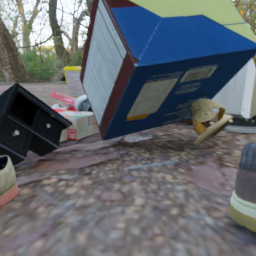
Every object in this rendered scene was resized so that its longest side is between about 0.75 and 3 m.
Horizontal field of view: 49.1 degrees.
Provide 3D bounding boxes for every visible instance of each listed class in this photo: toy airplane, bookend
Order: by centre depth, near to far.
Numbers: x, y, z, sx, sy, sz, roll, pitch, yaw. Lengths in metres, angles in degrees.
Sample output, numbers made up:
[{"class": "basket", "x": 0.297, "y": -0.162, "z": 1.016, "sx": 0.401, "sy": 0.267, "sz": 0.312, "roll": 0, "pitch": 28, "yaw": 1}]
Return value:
[{"class": "bookend", "x": -1.690, "y": 0.160, "z": 4.675, "sx": 0.584, "sy": 1.261, "sz": 1.269, "roll": -25, "pitch": 42, "yaw": 30}, {"class": "toy airplane", "x": -1.704, "y": -0.699, "z": 9.806, "sx": 2.524, "sy": 0.464, "sz": 2.524, "roll": 15, "pitch": 11, "yaw": -3}]

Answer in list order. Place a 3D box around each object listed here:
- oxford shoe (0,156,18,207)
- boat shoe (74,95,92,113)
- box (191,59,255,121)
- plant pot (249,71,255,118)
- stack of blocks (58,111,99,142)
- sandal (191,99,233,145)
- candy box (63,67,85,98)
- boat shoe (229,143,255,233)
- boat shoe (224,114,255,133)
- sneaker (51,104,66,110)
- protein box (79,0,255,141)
[{"class": "oxford shoe", "x": -1.684, "y": 0.684, "z": 2.892, "sx": 0.516, "sy": 0.548, "sz": 1.465, "roll": 1, "pitch": 11, "yaw": 6}, {"class": "boat shoe", "x": -0.477, "y": -0.887, "z": 9.347, "sx": 2.584, "sy": 0.932, "sz": 0.916, "roll": -27, "pitch": 37, "yaw": -27}, {"class": "box", "x": 2.282, "y": -1.244, "z": 8.825, "sx": 2.896, "sy": 1.801, "sz": 1.411, "roll": 7, "pitch": -5, "yaw": 32}, {"class": "plant pot", "x": 3.805, "y": -1.323, "z": 10.205, "sx": 2.628, "sy": 1.765, "sz": 2.628, "roll": -1, "pitch": 11, "yaw": 0}, {"class": "stack of blocks", "x": -1.580, "y": -0.028, "z": 6.685, "sx": 1.022, "sy": 0.520, "sz": 1.775, "roll": 5, "pitch": 12, "yaw": 25}, {"class": "sandal", "x": 1.663, "y": -0.225, "z": 6.003, "sx": 0.875, "sy": 0.785, "sz": 2.387, "roll": -42, "pitch": -15, "yaw": 20}, {"class": "candy box", "x": -1.137, "y": -1.725, "z": 10.720, "sx": 2.504, "sy": 1.280, "sz": 0.331, "roll": 3, "pitch": 37, "yaw": 12}, {"class": "boat shoe", "x": 2.396, "y": 0.461, "z": 2.989, "sx": 2.879, "sy": 0.946, "sz": 1.029, "roll": -4, "pitch": 11, "yaw": -19}, {"class": "boat shoe", "x": 3.371, "y": -0.123, "z": 7.351, "sx": 1.616, "sy": 0.458, "sz": 0.555, "roll": 0, "pitch": 10, "yaw": 4}, {"class": "sneaker", "x": -2.527, "y": -0.563, "z": 9.565, "sx": 1.275, "sy": 0.517, "sz": 0.479, "roll": 0, "pitch": 13, "yaw": 9}, {"class": "protein box", "x": 0.600, "y": -1.309, "z": 5.866, "sx": 2.619, "sy": 1.780, "sz": 2.638, "roll": -14, "pitch": -22, "yaw": -23}]
